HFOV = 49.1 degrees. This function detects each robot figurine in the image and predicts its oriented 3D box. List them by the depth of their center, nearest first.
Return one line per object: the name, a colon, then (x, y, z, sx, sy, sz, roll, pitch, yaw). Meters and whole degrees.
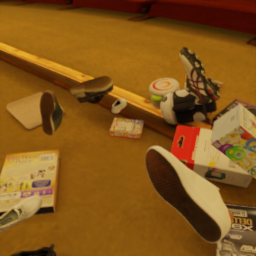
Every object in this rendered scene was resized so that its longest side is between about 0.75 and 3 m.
robot figurine: (2.826, -1.066, 13.317, 2.585, 1.942, 1.613, -9, 56, 18)

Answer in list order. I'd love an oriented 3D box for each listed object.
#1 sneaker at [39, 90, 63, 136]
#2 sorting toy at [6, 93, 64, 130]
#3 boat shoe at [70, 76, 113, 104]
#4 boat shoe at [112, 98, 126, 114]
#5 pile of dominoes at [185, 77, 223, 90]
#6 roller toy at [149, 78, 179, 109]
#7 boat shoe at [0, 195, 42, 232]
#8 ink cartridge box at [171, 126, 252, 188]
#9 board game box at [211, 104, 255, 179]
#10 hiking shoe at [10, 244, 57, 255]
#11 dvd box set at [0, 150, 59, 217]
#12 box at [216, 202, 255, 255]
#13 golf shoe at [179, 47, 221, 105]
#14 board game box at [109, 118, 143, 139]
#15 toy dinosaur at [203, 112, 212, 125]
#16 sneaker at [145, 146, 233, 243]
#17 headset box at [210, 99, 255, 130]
sneaker: (-2.778, -0.661, 10.380, 0.619, 1.845, 0.828, 19, 35, 13)
sorting toy: (-4.771, -0.871, 14.439, 2.142, 0.422, 2.314, -29, 50, -33)
boat shoe: (-1.444, -1.544, 12.007, 1.082, 0.958, 2.956, -41, 26, -24)
boat shoe: (-0.486, -1.282, 14.873, 0.494, 0.470, 1.371, 19, 40, 24)
pile of dominoes: (4.546, -2.591, 16.952, 1.600, 0.327, 2.053, -22, 34, -26)
roller toy: (1.979, -1.807, 14.952, 1.721, 1.203, 1.570, -15, 38, -2)
boat shoe: (-2.477, 1.958, 6.394, 1.167, 0.390, 0.429, -39, 81, -28)
ink cartridge box: (3.240, 1.053, 10.952, 2.999, 1.009, 1.743, 11, 53, 14)
board game box: (3.414, 0.470, 7.777, 1.986, 1.023, 1.041, 36, 42, -10)
hiking shoe: (-3.101, 3.796, 7.343, 2.527, 1.272, 0.957, -20, 41, -25)
dvd box set: (-3.725, 1.998, 10.488, 2.120, 0.426, 2.897, -5, 37, -7)
box: (3.913, 3.021, 7.952, 2.682, 0.667, 2.115, 2, 13, 20)
golf shoe: (2.666, -1.979, 11.309, 1.164, 2.642, 1.020, -25, 26, 33)
board game box: (-0.061, 0.009, 13.245, 1.431, 0.331, 1.084, 6, 37, 9)
toy dinosaur: (3.789, -0.506, 13.930, 0.923, 0.396, 0.626, 16, 46, 29)
sneaker: (1.611, 1.615, 7.565, 1.212, 1.042, 2.863, -16, 60, -46)
headset box: (5.380, -0.287, 13.095, 1.938, 0.978, 2.607, 30, 46, 34)
